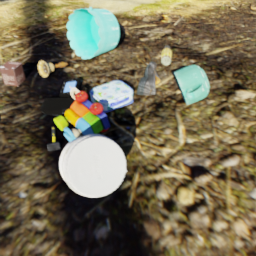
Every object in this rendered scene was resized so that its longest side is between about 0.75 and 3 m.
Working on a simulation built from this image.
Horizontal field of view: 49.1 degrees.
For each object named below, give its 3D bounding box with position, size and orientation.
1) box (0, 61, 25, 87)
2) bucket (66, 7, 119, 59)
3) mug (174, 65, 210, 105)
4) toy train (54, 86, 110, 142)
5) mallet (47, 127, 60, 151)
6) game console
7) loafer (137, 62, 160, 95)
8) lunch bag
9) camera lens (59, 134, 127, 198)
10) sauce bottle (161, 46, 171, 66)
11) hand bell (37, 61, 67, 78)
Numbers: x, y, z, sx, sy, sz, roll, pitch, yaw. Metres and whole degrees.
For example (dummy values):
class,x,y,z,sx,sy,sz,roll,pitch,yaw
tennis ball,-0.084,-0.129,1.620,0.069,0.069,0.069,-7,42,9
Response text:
class,x,y,z,sx,sy,sz,roll,pitch,yaw
box,-5.553,-2.600,13.490,0.760,0.916,0.752,9,40,10
bucket,-1.909,-5.271,15.463,2.710,2.710,1.763,28,38,30
mug,2.791,-1.749,11.815,1.144,1.520,1.849,-22,57,10
toy train,-2.184,-0.553,10.937,1.687,1.234,2.916,-37,51,-19
mallet,-2.837,0.400,10.414,0.444,0.278,1.350,-17,37,-14
game console,-2.800,-1.459,12.557,1.686,0.345,2.858,0,39,0
loafer,1.106,-2.292,13.279,0.845,0.851,2.339,16,51,7
lunch bag,-0.702,-1.358,12.149,1.690,0.697,1.359,-25,44,-27
camera lens,-1.065,1.042,7.957,1.673,1.673,2.092,-15,0,-17
sauce bottle,2.130,-4.093,15.606,0.557,0.557,1.722,4,39,5
hand bell,-3.784,-3.178,14.548,0.831,0.831,1.597,26,33,28
